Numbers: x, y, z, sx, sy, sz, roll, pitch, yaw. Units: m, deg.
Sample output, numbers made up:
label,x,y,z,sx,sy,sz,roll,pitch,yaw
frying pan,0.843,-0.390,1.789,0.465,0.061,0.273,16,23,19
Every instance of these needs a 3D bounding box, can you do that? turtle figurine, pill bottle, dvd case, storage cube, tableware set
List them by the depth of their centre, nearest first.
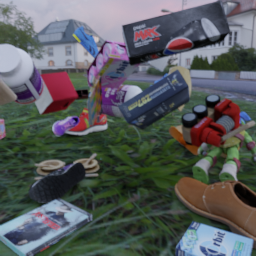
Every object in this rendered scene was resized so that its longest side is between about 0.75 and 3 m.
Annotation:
label,x,y,z,sx,sy,sz,roll,pitch,yaw
dvd case,-1.868,2.166,6.272,1.265,0.191,1.734,12,18,39
pill bottle,-3.302,-1.558,8.332,1.195,1.195,2.125,-1,-15,-4
turtle figurine,3.234,1.042,9.106,1.894,2.632,2.552,34,50,13
tableware set,-2.018,1.234,9.446,2.066,0.414,1.366,-2,14,-8
pill bottle,-0.196,-1.057,11.158,2.326,1.306,1.306,9,17,27
storage cube,-3.385,-1.577,12.673,1.390,1.546,1.322,-20,-11,-47

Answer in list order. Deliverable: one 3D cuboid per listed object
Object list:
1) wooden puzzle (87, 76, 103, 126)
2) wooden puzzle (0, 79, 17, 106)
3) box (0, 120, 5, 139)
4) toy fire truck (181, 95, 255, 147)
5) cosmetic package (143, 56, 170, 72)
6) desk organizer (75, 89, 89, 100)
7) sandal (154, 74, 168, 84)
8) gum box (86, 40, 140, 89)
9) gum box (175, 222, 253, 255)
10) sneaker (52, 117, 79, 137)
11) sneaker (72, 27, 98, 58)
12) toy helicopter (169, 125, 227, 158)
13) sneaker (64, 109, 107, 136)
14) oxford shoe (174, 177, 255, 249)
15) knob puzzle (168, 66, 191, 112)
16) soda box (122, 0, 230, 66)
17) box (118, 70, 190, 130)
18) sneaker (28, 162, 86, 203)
label,x,y,z,sx,sy,sz,roll,pitch,yaw
wooden puzzle,-0.941,-0.768,7.948,0.122,1.735,1.029,9,44,8
wooden puzzle,-3.579,-1.094,7.589,1.083,1.003,0.251,-9,38,41
box,-6.729,0.092,13.064,1.672,0.858,0.791,-1,14,2
toy fire truck,2.542,-0.115,7.434,1.623,1.186,1.843,-35,40,-25
cosmetic package,0.695,-2.160,7.643,0.683,0.949,1.682,28,10,15
desk organizer,-2.300,-1.523,12.885,0.939,0.337,0.361,-7,-21,-19
sandal,1.297,-1.858,11.755,0.476,1.092,0.434,42,-3,34
gum box,-0.521,-2.137,9.662,1.190,0.693,2.096,1,-19,-27
gum box,1.676,2.339,5.407,1.221,0.272,1.038,8,17,30
sneaker,-1.587,-0.082,7.302,0.389,0.354,0.880,-15,15,35
sneaker,-1.294,-2.920,9.886,0.559,1.425,0.470,-43,23,2
toy helicopter,2.950,0.473,11.168,1.957,1.167,2.960,-6,22,-29
sneaker,-2.265,-0.356,14.040,1.103,1.216,2.865,13,19,41
oxford shoe,2.268,1.643,6.648,1.059,1.058,2.970,-11,16,-32
knob puzzle,2.146,-1.845,11.924,1.915,1.915,0.266,-13,9,-42
soda box,0.886,-1.808,5.439,1.938,0.686,0.614,-14,-3,2
box,0.836,-0.679,7.869,1.765,0.571,2.239,-32,-10,8
sneaker,-2.108,1.592,7.948,0.839,0.726,1.917,-14,4,35
